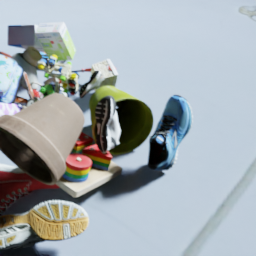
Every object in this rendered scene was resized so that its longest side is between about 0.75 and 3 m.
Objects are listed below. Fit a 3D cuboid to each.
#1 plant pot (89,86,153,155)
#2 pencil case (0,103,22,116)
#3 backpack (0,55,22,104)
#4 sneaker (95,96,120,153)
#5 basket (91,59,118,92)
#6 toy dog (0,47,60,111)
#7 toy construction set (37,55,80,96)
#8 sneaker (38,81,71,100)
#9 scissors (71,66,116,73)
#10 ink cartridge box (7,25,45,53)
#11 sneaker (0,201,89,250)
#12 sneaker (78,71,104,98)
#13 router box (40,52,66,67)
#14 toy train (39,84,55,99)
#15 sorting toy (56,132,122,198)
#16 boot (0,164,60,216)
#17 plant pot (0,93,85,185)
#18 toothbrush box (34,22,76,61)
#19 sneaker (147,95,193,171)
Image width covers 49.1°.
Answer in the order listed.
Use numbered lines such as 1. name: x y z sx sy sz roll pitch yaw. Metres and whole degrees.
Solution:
1. plant pot: -0.458 -0.458 9.334 1.990 1.990 1.916 -14 34 -16
2. pencil case: -3.581 -0.255 6.878 1.788 0.750 0.764 0 40 -37
3. backpack: -4.285 -1.454 8.407 1.876 1.378 1.716 14 55 -16
4. sneaker: -0.523 -0.130 7.684 0.579 1.570 0.628 21 25 37
5. basket: -0.989 -1.937 11.073 0.782 1.268 0.859 -21 68 -20
6. toy dog: -3.888 -1.769 10.164 1.397 1.913 2.900 12 35 -52
7. toy construction set: -2.375 -1.791 9.930 1.291 1.969 0.907 17 82 -3
8. sneaker: -2.528 -1.260 10.892 2.155 0.868 1.578 25 52 36
9. scissors: -1.882 -2.526 12.195 2.905 0.202 1.063 2 9 16
10. ink cartridge box: -3.707 -3.626 11.535 1.419 0.819 1.943 7 10 23
11. sneaker: -2.087 2.290 6.596 2.352 1.031 0.889 -6 67 -4
12. sneaker: -1.258 -1.420 9.607 1.129 0.448 0.417 -46 39 6
13. router box: -3.921 -3.467 13.875 1.604 0.410 1.196 11 42 13
14. toy train: -2.511 -0.636 9.577 0.508 1.801 0.376 -21 13 -9
15. sorting toy: -1.442 0.827 7.980 2.019 0.707 2.031 28 24 26
16. boot: -2.934 1.824 7.496 2.155 0.780 1.555 3 49 2
17. plant pot: -1.997 0.091 6.752 1.981 1.981 1.728 21 56 23
18. toothbrush box: -2.717 -3.242 10.619 1.006 1.382 0.595 3 57 13
19. sneaker: 1.133 0.212 7.962 0.915 2.334 1.050 19 12 29
